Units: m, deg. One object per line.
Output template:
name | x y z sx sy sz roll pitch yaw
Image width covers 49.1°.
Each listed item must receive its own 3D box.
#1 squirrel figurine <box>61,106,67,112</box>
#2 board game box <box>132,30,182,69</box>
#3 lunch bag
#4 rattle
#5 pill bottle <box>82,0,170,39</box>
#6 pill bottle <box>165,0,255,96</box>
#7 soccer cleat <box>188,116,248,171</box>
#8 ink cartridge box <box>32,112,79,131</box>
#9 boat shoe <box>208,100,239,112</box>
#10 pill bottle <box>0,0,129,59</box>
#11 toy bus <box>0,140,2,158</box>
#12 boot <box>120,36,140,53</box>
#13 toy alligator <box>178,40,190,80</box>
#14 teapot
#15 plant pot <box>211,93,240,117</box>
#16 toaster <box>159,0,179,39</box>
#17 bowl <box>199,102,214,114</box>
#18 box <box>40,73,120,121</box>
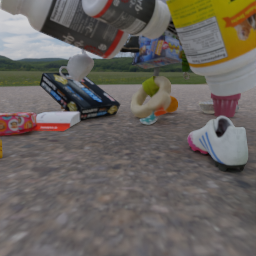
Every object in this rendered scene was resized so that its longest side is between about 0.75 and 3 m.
squirrel figurine | -2.395 -0.918 11.633 0.832 0.777 0.589 8 14 37
board game box | 1.302 -3.437 10.803 0.790 2.562 2.561 9 15 -27
lunch bag | -3.448 -0.178 8.221 1.433 0.587 1.262 -3 11 -5
rattle | 1.321 -0.577 10.795 1.952 2.142 2.998 -30 31 0
pill bottle | 0.007 -2.614 6.022 1.778 1.030 1.030 9 3 -39
pill bottle | 1.654 -2.050 5.251 1.510 2.765 1.510 -23 22 10
soccer cleat | 1.794 0.163 5.678 0.730 0.902 2.089 -1 10 -7
ink cartridge box | -2.441 -0.242 9.202 1.306 0.459 1.607 1 7 8
boat shoe | 4.330 -0.982 12.867 1.421 0.502 0.452 16 18 32
pill bottle | -1.479 -3.052 7.099 2.966 1.718 1.718 17 3 -26
toy bus | -3.155 0.410 5.363 1.306 0.511 0.425 -8 16 -40
boot | -0.001 -3.415 11.333 0.951 0.657 0.368 2 -4 -16
toy alligator | 1.991 -2.355 9.453 0.600 1.809 0.435 21 45 29
teapot | -1.489 -1.833 8.236 0.653 0.882 0.894 40 18 -3
plant pot | 3.913 -0.976 11.308 1.132 1.013 1.132 0 10 0
toaster | 1.975 -2.995 7.216 2.382 1.563 2.634 19 14 -35
bowl | 3.575 -0.873 12.311 0.928 0.436 0.928 1 11 0
box | -1.963 -1.356 11.395 2.651 0.610 2.107 40 31 28
